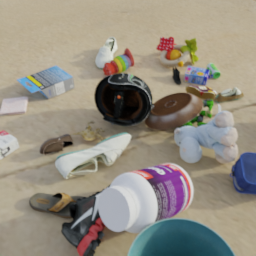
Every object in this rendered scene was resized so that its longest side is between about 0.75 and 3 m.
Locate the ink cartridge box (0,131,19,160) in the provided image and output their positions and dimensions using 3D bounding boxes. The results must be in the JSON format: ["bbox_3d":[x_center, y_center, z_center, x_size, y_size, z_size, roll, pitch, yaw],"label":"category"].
[{"bbox_3d":[-4.771,0.702,10.262,0.841,0.483,1.158,26,47,28],"label":"ink cartridge box"}]

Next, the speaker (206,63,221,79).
[{"bbox_3d":[4.447,-2.982,14.614,0.458,0.458,1.036,-5,41,-6],"label":"speaker"}]

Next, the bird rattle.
[{"bbox_3d":[2.578,-4.196,15.492,2.519,1.419,2.053,19,60,25],"label":"bird rattle"}]

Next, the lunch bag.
[{"bbox_3d":[4.078,1.512,8.887,1.635,1.082,1.111,5,57,5],"label":"lunch bag"}]

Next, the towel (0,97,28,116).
[{"bbox_3d":[-5.056,-0.964,12.453,1.096,0.185,1.148,-7,41,-8],"label":"towel"}]

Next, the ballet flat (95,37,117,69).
[{"bbox_3d":[-1.240,-4.359,15.875,0.969,0.969,2.791,8,41,9],"label":"ballet flat"}]

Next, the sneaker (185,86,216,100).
[{"bbox_3d":[3.402,-1.699,13.123,1.420,0.532,0.640,20,36,14],"label":"sneaker"}]

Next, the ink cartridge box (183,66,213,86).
[{"bbox_3d":[3.569,-2.621,14.160,1.335,0.510,0.911,14,43,13],"label":"ink cartridge box"}]

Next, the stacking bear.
[{"bbox_3d":[-0.584,-3.298,14.670,1.663,1.010,0.946,-32,87,-22],"label":"stacking bear"}]

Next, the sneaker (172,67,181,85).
[{"bbox_3d":[2.459,-2.641,14.125,0.303,0.526,1.008,-2,40,-17],"label":"sneaker"}]

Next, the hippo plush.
[{"bbox_3d":[2.574,0.228,9.740,1.880,1.863,2.338,-9,56,4],"label":"hippo plush"}]

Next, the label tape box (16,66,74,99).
[{"bbox_3d":[-3.919,-2.092,13.379,2.158,0.683,1.556,-30,49,-30],"label":"label tape box"}]

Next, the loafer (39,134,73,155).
[{"bbox_3d":[-2.582,0.628,10.259,0.488,0.503,1.376,35,44,29],"label":"loafer"}]

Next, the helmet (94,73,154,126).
[{"bbox_3d":[-0.186,-1.136,11.162,2.268,2.268,2.162,-7,19,-8],"label":"helmet"}]

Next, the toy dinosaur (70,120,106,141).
[{"bbox_3d":[-1.562,0.177,10.864,1.799,0.523,0.909,7,42,8],"label":"toy dinosaur"}]

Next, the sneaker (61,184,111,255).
[{"bbox_3d":[-0.906,2.252,7.941,1.280,0.926,2.621,29,45,10],"label":"sneaker"}]

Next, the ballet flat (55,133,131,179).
[{"bbox_3d":[-1.069,1.043,9.686,2.795,0.971,0.971,-19,44,-16],"label":"ballet flat"}]

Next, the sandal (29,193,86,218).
[{"bbox_3d":[-2.103,2.213,8.465,1.893,0.517,0.774,8,41,10],"label":"sandal"}]

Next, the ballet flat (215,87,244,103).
[{"bbox_3d":[4.713,-1.562,12.860,1.552,0.561,0.526,-12,42,-14],"label":"ballet flat"}]

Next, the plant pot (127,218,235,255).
[{"bbox_3d":[1.133,3.448,6.176,2.347,1.581,2.347,-1,42,1],"label":"plant pot"}]

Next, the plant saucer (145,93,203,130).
[{"bbox_3d":[1.761,-0.805,11.314,2.462,0.450,2.462,-19,28,11],"label":"plant saucer"}]

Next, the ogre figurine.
[{"bbox_3d":[2.783,-0.379,11.260,1.045,1.743,0.855,7,-4,24],"label":"ogre figurine"}]

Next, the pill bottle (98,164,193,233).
[{"bbox_3d":[0.513,1.830,7.455,1.497,1.497,2.662,35,23,34],"label":"pill bottle"}]
